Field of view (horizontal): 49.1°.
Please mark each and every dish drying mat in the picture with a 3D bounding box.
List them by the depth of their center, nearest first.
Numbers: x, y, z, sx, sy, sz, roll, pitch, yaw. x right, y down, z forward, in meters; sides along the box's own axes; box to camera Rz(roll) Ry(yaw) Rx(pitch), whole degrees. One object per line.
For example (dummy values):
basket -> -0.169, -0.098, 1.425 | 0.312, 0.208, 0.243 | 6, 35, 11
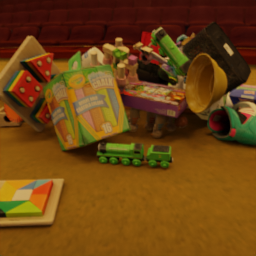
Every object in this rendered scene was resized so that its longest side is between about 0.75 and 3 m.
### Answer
dish drying mat -> 1.058, -3.188, 14.026 | 1.145, 2.982, 0.271 | -6, 20, -32

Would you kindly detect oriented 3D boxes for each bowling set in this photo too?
bowling set -> 1.225, -0.151, 10.048 | 2.389, 1.282, 1.662 | -19, 45, -32

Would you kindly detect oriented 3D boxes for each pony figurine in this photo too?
pony figurine -> 1.746, -2.421, 11.563 | 2.336, 2.806, 2.708 | -3, 16, -31

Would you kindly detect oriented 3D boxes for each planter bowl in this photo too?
planter bowl -> 2.406, -1.278, 8.302 | 0.722, 1.734, 1.734 | 2, 20, -14

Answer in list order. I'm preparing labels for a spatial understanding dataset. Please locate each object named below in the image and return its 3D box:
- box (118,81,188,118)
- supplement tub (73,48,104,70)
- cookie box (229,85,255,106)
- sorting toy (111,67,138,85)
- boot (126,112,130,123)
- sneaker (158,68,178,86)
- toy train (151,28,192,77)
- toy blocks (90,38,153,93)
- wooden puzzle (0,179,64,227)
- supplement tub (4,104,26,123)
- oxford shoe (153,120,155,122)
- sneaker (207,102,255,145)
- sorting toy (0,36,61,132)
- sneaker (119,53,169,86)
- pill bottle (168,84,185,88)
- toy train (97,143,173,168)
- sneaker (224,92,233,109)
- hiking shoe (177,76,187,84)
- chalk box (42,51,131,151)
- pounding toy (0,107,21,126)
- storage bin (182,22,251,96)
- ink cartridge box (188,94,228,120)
box -> 0.876, -1.060, 9.648 | 2.325, 0.455, 1.591 | 15, 30, 24
supplement tub -> -1.517, -2.344, 10.557 | 1.244, 0.821, 0.821 | -32, 9, 24
cookie box -> 5.125, -1.070, 11.554 | 1.459, 0.641, 1.706 | 17, -13, 37
sorting toy -> 0.030, -2.320, 13.650 | 2.719, 2.026, 0.364 | 22, -6, 8
boot -> 0.038, -0.315, 11.173 | 0.874, 0.330, 0.998 | 40, 23, 17
sneaker -> 1.368, -1.773, 9.627 | 0.798, 0.311, 0.340 | 39, 43, -4
toy train -> 1.782, -2.146, 9.393 | 0.619, 2.965, 0.836 | -39, 0, 2
toy blocks -> -0.229, -2.033, 9.652 | 1.563, 1.408, 1.673 | 31, 53, 27
wooden puzzle -> -2.384, 1.593, 6.333 | 1.610, 0.324, 1.740 | -1, 21, -3
supplement tub -> -3.575, -0.844, 10.387 | 1.087, 1.087, 1.774 | 10, 22, 25
oxford shoe -> 1.248, -0.377, 11.504 | 0.923, 0.329, 0.329 | -9, 31, -26
sneaker -> 3.747, -0.300, 10.182 | 1.757, 1.217, 2.910 | 10, 22, 0
sorting toy -> -2.935, -1.417, 9.421 | 0.812, 2.335, 2.321 | 6, 59, 30
sneaker -> 0.620, -2.197, 10.617 | 1.163, 0.973, 2.562 | -4, -17, 43
pill bottle -> 2.490, -1.463, 12.340 | 1.638, 0.910, 0.910 | 14, 25, 33
toy train -> 0.150, 0.734, 7.960 | 2.242, 0.632, 0.468 | 3, 37, 12
sneaker -> 4.887, -1.414, 13.701 | 0.962, 0.828, 2.273 | 10, 29, -2
hiking shoe -> 2.986, -2.098, 12.989 | 2.627, 0.977, 1.139 | -24, 19, 49
chalk box -> -1.426, -0.901, 8.772 | 1.733, 2.800, 1.742 | -19, 1, -36
pounding toy -> -4.914, -0.358, 11.003 | 1.344, 0.615, 1.181 | -2, 21, -5
storage bin -> 3.077, -2.356, 9.657 | 1.044, 2.227, 1.505 | -34, 7, 41
ink cartridge box -> 3.074, -1.253, 10.949 | 0.836, 1.448, 1.991 | 15, -9, 40
